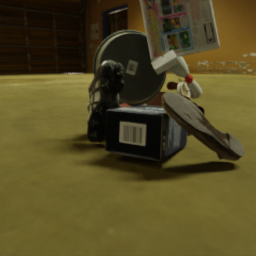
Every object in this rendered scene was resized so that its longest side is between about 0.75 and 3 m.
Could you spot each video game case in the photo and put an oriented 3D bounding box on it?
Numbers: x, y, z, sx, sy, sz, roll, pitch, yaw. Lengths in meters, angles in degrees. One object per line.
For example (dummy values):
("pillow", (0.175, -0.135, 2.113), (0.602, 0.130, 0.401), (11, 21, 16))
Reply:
("video game case", (1.628, -3.566, 9.116), (2.228, 2.448, 0.290), (-11, 0, 4))

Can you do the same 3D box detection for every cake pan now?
("cake pan", (0.134, -2.115, 9.964), (2.749, 2.749, 0.504), (-3, 6, -10))

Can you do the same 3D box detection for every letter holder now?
("letter holder", (1.838, -0.752, 11.146), (1.070, 1.512, 2.128), (-20, 24, -40))

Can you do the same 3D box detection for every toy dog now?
("toy dog", (1.880, -2.179, 11.261), (1.616, 2.451, 1.180), (-20, 2, -39))

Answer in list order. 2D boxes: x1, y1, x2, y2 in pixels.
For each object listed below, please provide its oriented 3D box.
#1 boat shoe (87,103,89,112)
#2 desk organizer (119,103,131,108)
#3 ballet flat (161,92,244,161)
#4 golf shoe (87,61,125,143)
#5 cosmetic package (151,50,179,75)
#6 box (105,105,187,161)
("boat shoe", (-0.730, -0.515, 10.661), (0.813, 0.680, 2.275), (14, 4, 35))
("desk organizer", (-0.176, -0.252, 9.792), (0.447, 1.161, 0.416), (31, 36, 23))
("ballet flat", (1.860, 0.067, 7.260), (2.779, 0.644, 0.936), (33, 45, -18))
("golf shoe", (-0.818, -0.849, 9.207), (1.051, 2.703, 1.277), (10, 13, -28))
("cosmetic package", (1.162, -2.066, 8.850), (0.782, 0.290, 0.398), (-29, 50, 13))
("box", (0.652, 0.030, 8.354), (1.742, 1.228, 2.354), (7, 10, 29))
